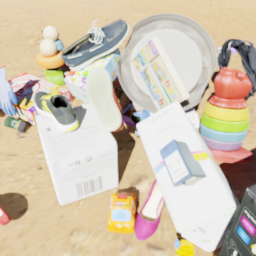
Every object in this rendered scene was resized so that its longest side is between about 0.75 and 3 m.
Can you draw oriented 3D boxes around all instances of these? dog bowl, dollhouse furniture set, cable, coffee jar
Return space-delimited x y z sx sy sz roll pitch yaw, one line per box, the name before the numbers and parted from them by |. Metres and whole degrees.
dog bowl | 1.106 -1.829 8.383 2.904 2.904 0.852 1 -1 2
dollhouse furniture set | -0.772 -1.231 9.831 0.909 1.284 1.397 25 12 27
cable | 3.302 -1.710 8.566 0.496 1.952 1.593 -21 17 -15
coffee jar | -3.658 -0.116 9.140 0.751 0.321 0.392 19 82 21

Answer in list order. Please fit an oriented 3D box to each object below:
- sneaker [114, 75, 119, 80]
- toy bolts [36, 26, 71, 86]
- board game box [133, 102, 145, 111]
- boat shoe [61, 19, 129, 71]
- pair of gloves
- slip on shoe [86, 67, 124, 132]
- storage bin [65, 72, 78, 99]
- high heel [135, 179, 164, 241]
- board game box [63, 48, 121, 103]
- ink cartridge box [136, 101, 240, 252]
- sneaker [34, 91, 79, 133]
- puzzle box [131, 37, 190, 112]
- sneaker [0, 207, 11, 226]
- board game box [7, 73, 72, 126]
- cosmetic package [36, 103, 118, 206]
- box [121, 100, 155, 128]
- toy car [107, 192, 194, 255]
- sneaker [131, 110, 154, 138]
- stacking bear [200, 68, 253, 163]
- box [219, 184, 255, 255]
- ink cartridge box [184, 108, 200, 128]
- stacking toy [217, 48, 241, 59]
sneaker | -0.599 -2.244 11.558 2.039 0.820 0.902 24 51 33
toy bolts | -2.776 -3.235 11.923 2.426 1.762 2.540 -16 41 -19
board game box | 0.844 -1.967 9.623 1.138 1.873 2.350 5 38 4
boat shoe | -0.946 -2.462 7.942 2.109 0.652 0.790 -30 59 6
pair of gloves | -4.303 -1.147 9.261 2.046 1.645 0.233 -2 10 40
slip on shoe | -0.566 -0.704 6.945 0.701 0.579 1.892 -26 65 11
storage bin | -1.673 -1.778 11.051 1.267 0.594 1.258 -17 41 -21
high heel | 0.586 1.768 6.470 0.549 0.781 1.629 19 43 24
board game box | -1.012 -1.693 8.586 0.882 0.898 1.712 27 71 21
ink cartridge box | 1.397 1.038 6.040 1.153 1.915 2.635 -30 48 15
sneaker | -1.791 -0.600 6.942 0.642 0.730 1.725 -30 49 -33
puzzle box | 0.811 -1.339 7.457 0.226 1.183 1.778 -26 86 -32
sneaker | -3.478 2.093 6.332 1.665 0.652 0.962 10 47 32
board game box | -3.582 -1.136 10.198 2.412 0.559 1.827 22 41 24
cosmetic package | -1.330 0.617 7.274 1.580 1.570 1.888 -16 41 -19
box | 0.682 -0.667 9.822 1.325 0.379 1.936 20 43 22
toy car | 0.506 1.980 6.254 2.223 0.740 1.091 13 41 17
sneaker | 0.595 0.221 8.170 0.786 0.692 1.762 -11 52 -27
stacking bear | 2.648 -0.389 7.474 1.328 2.335 1.418 -2 20 -12
box | 2.884 2.036 4.582 2.018 2.717 1.689 -19 42 -22
ink cartridge box | 1.856 -0.346 9.230 1.084 0.362 0.628 2 59 -6
stacking toy | 4.873 -3.816 13.769 1.624 0.382 1.225 -4 39 -4
